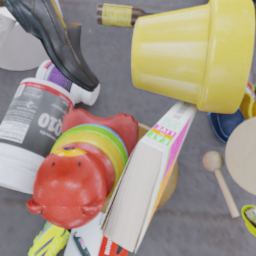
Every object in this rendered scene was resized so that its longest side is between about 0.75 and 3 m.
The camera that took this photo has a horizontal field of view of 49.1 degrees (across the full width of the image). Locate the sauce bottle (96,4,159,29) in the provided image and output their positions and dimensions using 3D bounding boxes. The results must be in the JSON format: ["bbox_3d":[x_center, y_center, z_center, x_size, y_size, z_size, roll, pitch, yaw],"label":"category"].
[{"bbox_3d":[0.018,-3.085,7.823,1.797,0.581,0.581,8,68,1],"label":"sauce bottle"}]

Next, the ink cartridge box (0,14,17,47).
[{"bbox_3d":[-2.610,-1.725,4.759,0.269,1.136,0.910,47,106,18],"label":"ink cartridge box"}]

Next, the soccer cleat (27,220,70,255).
[{"bbox_3d":[-1.810,2.736,6.714,0.850,0.657,2.033,18,69,2],"label":"soccer cleat"}]

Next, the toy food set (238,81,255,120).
[{"bbox_3d":[2.504,-0.644,5.713,0.582,1.781,1.048,-27,110,18],"label":"toy food set"}]

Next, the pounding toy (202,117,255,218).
[{"bbox_3d":[2.216,0.570,4.643,1.647,0.764,1.272,-41,62,29],"label":"pounding toy"}]

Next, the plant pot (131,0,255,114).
[{"bbox_3d":[1.028,-1.249,4.909,1.785,1.898,1.898,5,68,10],"label":"plant pot"}]

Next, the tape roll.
[{"bbox_3d":[-3.483,-3.452,8.523,2.842,1.951,2.842,0,68,0],"label":"tape roll"}]

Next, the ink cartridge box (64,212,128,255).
[{"bbox_3d":[-0.662,2.647,6.630,1.404,0.352,1.618,13,67,4],"label":"ink cartridge box"}]

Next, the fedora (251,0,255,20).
[{"bbox_3d":[4.024,-4.602,9.322,2.784,1.272,2.784,-1,69,3],"label":"fedora"}]

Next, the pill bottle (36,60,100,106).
[{"bbox_3d":[-1.732,-1.268,8.185,1.685,0.939,0.939,22,69,8],"label":"pill bottle"}]

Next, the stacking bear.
[{"bbox_3d":[-0.760,0.689,4.971,1.698,2.796,1.590,6,103,4],"label":"stacking bear"}]

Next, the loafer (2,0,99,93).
[{"bbox_3d":[-1.254,-1.744,5.491,0.882,2.439,0.888,-36,33,7],"label":"loafer"}]

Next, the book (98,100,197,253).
[{"bbox_3d":[0.585,0.558,4.980,0.646,1.797,2.689,25,26,14],"label":"book"}]

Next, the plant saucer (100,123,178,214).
[{"bbox_3d":[-0.042,0.845,7.235,2.831,0.501,2.831,3,56,-5],"label":"plant saucer"}]

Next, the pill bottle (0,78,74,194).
[{"bbox_3d":[-2.525,0.229,7.250,1.534,1.534,2.694,14,69,5],"label":"pill bottle"}]

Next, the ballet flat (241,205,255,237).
[{"bbox_3d":[2.588,1.793,5.114,0.669,2.002,0.671,-33,83,-2],"label":"ballet flat"}]

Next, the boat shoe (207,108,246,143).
[{"bbox_3d":[2.807,-0.905,8.040,1.127,0.919,2.679,-2,68,-1],"label":"boat shoe"}]
